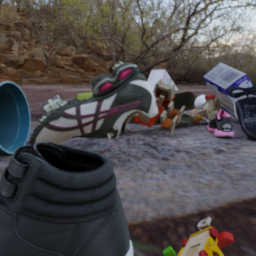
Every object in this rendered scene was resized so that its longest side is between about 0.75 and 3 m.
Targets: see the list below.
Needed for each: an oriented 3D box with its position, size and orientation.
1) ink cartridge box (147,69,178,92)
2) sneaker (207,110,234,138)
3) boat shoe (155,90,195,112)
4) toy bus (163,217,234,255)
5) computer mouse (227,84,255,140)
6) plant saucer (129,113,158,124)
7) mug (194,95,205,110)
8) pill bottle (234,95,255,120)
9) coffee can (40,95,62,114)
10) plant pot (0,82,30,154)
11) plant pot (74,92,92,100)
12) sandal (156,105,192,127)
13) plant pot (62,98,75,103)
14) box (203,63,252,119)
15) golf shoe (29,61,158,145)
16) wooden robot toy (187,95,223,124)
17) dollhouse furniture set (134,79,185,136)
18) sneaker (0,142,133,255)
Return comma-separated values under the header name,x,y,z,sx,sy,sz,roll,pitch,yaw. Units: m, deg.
name,x,y,z,sx,sy,sz,roll,pitch,yaw
ink cartridge box,1.482,-1.616,12.293,0.695,1.194,1.639,5,-24,37
sneaker,2.705,-0.184,8.144,0.608,0.734,1.540,-1,9,2
boat shoe,1.792,-1.209,11.403,2.485,0.894,0.845,-1,23,-45
toy bus,0.615,1.100,2.283,0.685,0.354,0.646,-32,-6,-14
computer mouse,3.525,-0.393,7.818,1.294,1.868,0.492,-3,-34,10
plant saucer,0.679,-0.496,10.805,2.417,0.356,2.417,0,11,0
mug,3.484,-0.959,12.378,1.011,0.746,0.886,14,20,3
pill bottle,4.690,-0.678,9.008,2.423,1.360,1.360,-4,11,-24
coffee can,-3.028,-0.871,11.282,0.793,0.580,0.580,-33,18,-10
plant pot,-3.185,-0.176,6.122,1.458,1.551,1.551,-3,10,9
plant pot,-0.958,-0.608,8.053,1.143,1.069,1.069,9,7,-22
sandal,1.356,-0.273,9.074,2.098,0.599,0.833,7,28,-46
plant pot,-1.827,-0.693,10.310,1.042,1.052,1.052,-5,9,14
box,3.771,-1.287,10.210,0.896,1.709,1.571,-38,30,5
golf shoe,-0.782,-0.134,5.806,2.873,1.266,1.109,-32,2,15
wooden robot toy,2.609,-0.594,9.899,1.087,1.055,2.395,-7,4,30
dollhouse furniture set,0.807,-0.623,8.442,1.744,0.898,1.725,24,49,18
sneaker,-1.113,0.688,2.367,2.304,1.142,0.814,-3,13,-7
